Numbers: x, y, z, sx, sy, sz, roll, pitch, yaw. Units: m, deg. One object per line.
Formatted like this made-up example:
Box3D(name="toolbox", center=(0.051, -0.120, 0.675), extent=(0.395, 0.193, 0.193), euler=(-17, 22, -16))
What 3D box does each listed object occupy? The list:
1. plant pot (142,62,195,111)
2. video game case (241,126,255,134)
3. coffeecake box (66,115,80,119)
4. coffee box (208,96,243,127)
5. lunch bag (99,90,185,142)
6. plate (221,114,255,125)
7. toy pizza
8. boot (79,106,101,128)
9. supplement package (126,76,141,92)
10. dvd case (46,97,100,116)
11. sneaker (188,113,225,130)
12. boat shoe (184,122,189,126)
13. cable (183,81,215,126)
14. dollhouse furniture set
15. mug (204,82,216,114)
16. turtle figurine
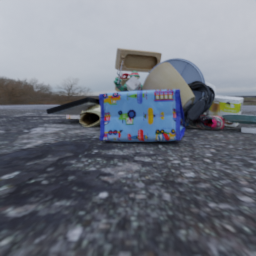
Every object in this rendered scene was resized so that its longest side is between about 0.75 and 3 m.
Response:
Box3D(name="plant pot", center=(1.666, -1.376, 10.655), extent=(1.677, 1.570, 1.570), euler=(43, 27, 24))
Box3D(name="video game case", center=(5.207, 0.067, 9.856), extent=(2.040, 0.178, 1.459), euler=(-5, 8, -36))
Box3D(name="coffeecake box", center=(-2.433, -0.852, 16.116), extent=(1.786, 0.652, 1.371), euler=(2, 7, 21))
Box3D(name="coffee box", center=(4.161, -0.731, 11.974), extent=(1.160, 1.149, 1.162), euler=(10, 15, 28))
Box3D(name="lunch bag", center=(0.597, -0.243, 8.632), extent=(2.172, 1.357, 2.885), euler=(-1, -4, 14))
Box3D(name="plate", center=(4.194, -0.289, 10.109), extent=(1.592, 0.203, 1.592), euler=(7, -2, 0))
Box3D(name="toy pizza", center=(2.003, -1.606, 12.502), extent=(2.981, 2.981, 0.472), euler=(4, -2, 30))
Box3D(name="boot", center=(-1.614, -0.482, 12.240), extent=(2.230, 0.804, 1.724), euler=(-4, 11, 32))
Box3D(name="supplement package", center=(0.239, -1.753, 11.749), extent=(0.455, 0.460, 0.759), euler=(43, -5, 11))
Box3D(name="dvd case", center=(-2.270, -0.990, 13.651), extent=(2.136, 0.263, 2.994), euler=(-14, -3, 15))
Box3D(name="sneaker", center=(2.841, -0.293, 10.766), extent=(0.614, 0.663, 1.645), euler=(-2, 6, -42))
Box3D(name="boat shoe", center=(1.894, -0.326, 11.313), extent=(1.309, 0.449, 0.551), euler=(4, -21, 44))
Box3D(name="cable", center=(2.202, -0.919, 11.122), extent=(2.143, 0.667, 2.627), euler=(7, 50, 52))
Box3D(name="dollhouse furniture set", center=(1.036, -1.958, 13.181), extent=(2.823, 2.969, 2.419), euler=(-3, 23, -28))
Box3D(name="mug", center=(3.017, -1.350, 12.914), extent=(1.957, 1.716, 1.445), euler=(24, 5, 3))
Box3D(name="turtle figurine", center=(0.316, -1.568, 12.299), extent=(1.940, 2.592, 1.305), euler=(0, 1, -5))
